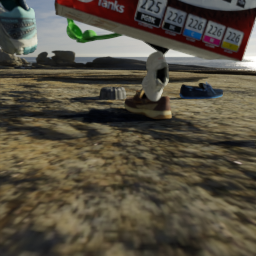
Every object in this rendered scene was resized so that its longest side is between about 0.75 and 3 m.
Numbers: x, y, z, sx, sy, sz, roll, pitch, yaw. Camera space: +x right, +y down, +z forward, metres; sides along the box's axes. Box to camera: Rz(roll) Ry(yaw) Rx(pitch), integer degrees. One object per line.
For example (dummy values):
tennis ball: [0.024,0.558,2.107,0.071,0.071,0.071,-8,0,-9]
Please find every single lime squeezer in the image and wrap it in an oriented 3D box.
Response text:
lime squeezer: [-1.015,-2.481,6.934,2.453,0.866,0.463,37,9,25]

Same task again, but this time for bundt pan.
bundt pan: [-0.743,-1.702,13.465,1.356,0.509,1.356,-1,15,0]

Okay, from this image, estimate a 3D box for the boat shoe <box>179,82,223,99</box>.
boat shoe: [3.553,-1.796,13.317,2.176,0.747,0.916,-5,15,-18]

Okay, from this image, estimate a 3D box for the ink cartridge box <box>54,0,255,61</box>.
ink cartridge box: [0.531,-2.365,3.789,2.618,2.299,1.098,11,12,-16]

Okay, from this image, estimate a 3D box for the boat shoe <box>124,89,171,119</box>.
boat shoe: [0.643,-0.954,9.766,0.903,0.901,2.502,-7,16,-24]

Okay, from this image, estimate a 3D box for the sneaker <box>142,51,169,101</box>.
sneaker: [0.465,-0.751,4.591,0.355,0.910,0.452,-13,46,-12]

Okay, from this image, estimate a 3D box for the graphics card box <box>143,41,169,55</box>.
graphics card box: [0.788,-3.572,8.904,1.542,0.625,2.458,29,47,-20]

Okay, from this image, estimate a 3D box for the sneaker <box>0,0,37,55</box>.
sneaker: [-3.031,-3.107,6.803,1.100,1.223,2.833,-27,67,-41]
